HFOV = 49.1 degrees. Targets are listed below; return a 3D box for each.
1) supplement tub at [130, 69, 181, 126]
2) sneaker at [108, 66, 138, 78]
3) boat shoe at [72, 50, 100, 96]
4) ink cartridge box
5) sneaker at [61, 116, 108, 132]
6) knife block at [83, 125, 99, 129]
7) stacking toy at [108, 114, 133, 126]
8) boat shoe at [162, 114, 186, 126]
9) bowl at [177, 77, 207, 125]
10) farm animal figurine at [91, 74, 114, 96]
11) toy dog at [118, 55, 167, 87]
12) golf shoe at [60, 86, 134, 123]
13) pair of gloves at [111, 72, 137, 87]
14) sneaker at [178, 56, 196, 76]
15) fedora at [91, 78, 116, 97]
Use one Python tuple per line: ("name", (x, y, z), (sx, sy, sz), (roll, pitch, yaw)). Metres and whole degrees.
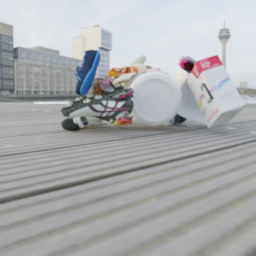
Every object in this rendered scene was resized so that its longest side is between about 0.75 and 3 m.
("supplement tub", (1.056, -1.392, 11.785), (2.071, 2.071, 2.952), (0, 15, 3))
("sneaker", (-0.270, -2.714, 14.170), (0.763, 0.722, 1.979), (-2, 7, -43))
("boat shoe", (-1.559, -1.980, 10.110), (0.664, 1.934, 0.814), (12, -31, 9))
("ink cartridge box", (3.049, -1.264, 10.046), (0.903, 2.108, 1.556), (-16, -19, -8))
("sneaker", (-1.634, -0.416, 10.748), (1.892, 0.701, 0.837), (-12, -31, -22))
("knife block", (-1.798, -0.245, 12.217), (1.296, 0.415, 1.138), (-6, 8, -37))
("stacking toy", (-0.428, -0.443, 11.595), (1.104, 0.515, 1.219), (7, -8, -26))
("boat shoe", (1.784, -0.546, 13.544), (1.003, 0.781, 2.209), (-4, 15, -27))
("bowl", (3.177, -1.267, 12.321), (1.955, 1.952, 0.730), (18, 29, 8))
("farm animal figurine", (-1.052, -1.457, 10.081), (0.537, 1.019, 1.031), (38, 38, 0))
("toy dog", (1.021, -2.101, 14.725), (2.717, 1.955, 2.802), (-32, 63, -31))
("golf shoe", (-0.911, -0.618, 9.615), (2.708, 1.193, 1.045), (-18, 21, -27))
("pair of gloves", (-0.768, -1.842, 12.102), (2.045, 0.359, 1.739), (-40, 21, -31))
("sneaker", (3.076, -2.436, 12.199), (1.979, 0.798, 0.739), (23, 25, -1))
("fedora", (-0.967, -1.340, 10.617), (1.095, 0.968, 0.494), (30, 39, -3))
